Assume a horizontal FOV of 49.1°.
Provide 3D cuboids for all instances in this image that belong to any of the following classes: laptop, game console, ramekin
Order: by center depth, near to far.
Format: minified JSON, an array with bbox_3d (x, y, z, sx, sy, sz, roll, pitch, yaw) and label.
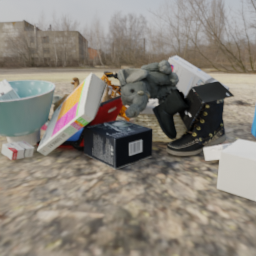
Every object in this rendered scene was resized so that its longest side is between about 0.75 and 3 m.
[{"bbox_3d":[2.323,-0.726,8.691,0.768,1.488,1.318,20,25,-14],"label":"laptop"},{"bbox_3d":[-3.737,0.237,10.021,1.244,0.653,1.244,0,14,0],"label":"ramekin"},{"bbox_3d":[-1.638,-0.327,10.391,1.676,2.434,2.824,30,22,9],"label":"game console"}]

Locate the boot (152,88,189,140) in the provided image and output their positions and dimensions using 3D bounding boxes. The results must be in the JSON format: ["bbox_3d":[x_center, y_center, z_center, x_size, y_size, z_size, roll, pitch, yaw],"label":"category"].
[{"bbox_3d":[1.450,-0.465,8.863,0.510,1.377,1.128,0,-33,-49],"label":"boot"}]

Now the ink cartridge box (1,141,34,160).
[{"bbox_3d":[-3.388,0.688,8.622,0.547,0.317,0.758,26,20,30],"label":"ink cartridge box"}]

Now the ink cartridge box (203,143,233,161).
[{"bbox_3d":[2.784,0.692,8.196,0.950,0.400,0.687,-4,-9,-36],"label":"ink cartridge box"}]

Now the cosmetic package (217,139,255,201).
[{"bbox_3d":[3.373,1.056,6.163,2.413,1.024,1.299,12,20,41],"label":"cosmetic package"}]

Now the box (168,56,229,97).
[{"bbox_3d":[2.551,-1.428,11.620,2.670,2.082,0.550,39,46,26],"label":"box"}]

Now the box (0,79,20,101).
[{"bbox_3d":[-3.872,-0.765,9.111,0.784,1.199,1.193,-36,38,-14],"label":"box"}]

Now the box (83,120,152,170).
[{"bbox_3d":[-0.313,0.437,8.617,1.550,0.961,1.524,-14,20,-41],"label":"box"}]

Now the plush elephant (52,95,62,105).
[{"bbox_3d":[-2.458,-0.830,11.683,1.433,1.524,1.851,-5,16,-10],"label":"plush elephant"}]

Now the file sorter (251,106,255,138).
[{"bbox_3d":[5.331,-0.286,8.787,1.801,2.037,2.936,4,18,6],"label":"file sorter"}]

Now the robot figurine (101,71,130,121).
[{"bbox_3d":[-0.597,-1.516,13.120,2.453,1.778,0.714,36,4,-7],"label":"robot figurine"}]

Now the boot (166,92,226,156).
[{"bbox_3d":[2.275,-0.214,9.121,2.527,1.903,0.925,-14,23,-27],"label":"boot"}]

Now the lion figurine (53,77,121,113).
[{"bbox_3d":[-1.462,-0.939,10.749,2.786,1.706,1.010,1,-7,-23],"label":"lion figurine"}]

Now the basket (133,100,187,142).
[{"bbox_3d":[1.312,-0.292,10.597,2.223,1.371,1.507,1,15,8],"label":"basket"}]

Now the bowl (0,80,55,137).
[{"bbox_3d":[-3.747,-0.635,9.408,2.718,1.422,2.718,-2,23,1],"label":"bowl"}]

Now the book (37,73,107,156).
[{"bbox_3d":[-1.786,-0.347,8.548,2.493,0.599,1.666,-33,33,37],"label":"book"}]

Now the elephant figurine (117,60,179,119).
[{"bbox_3d":[0.370,-1.360,9.731,2.539,1.797,1.970,-24,0,-26],"label":"elephant figurine"}]

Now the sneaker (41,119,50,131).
[{"bbox_3d":[-3.630,-0.189,12.081,1.232,0.455,0.539,18,22,40],"label":"sneaker"}]
